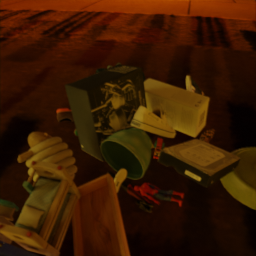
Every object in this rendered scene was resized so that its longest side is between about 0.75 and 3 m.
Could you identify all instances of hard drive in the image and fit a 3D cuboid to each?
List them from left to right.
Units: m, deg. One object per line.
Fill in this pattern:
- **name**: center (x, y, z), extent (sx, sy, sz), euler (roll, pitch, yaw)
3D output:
- **hard drive**: center (2.306, 0.993, 8.849), extent (1.709, 0.463, 2.446), euler (27, 22, 35)

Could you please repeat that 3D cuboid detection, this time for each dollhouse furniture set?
- **dollhouse furniture set**: center (-2.951, 1.973, 7.347), extent (2.598, 1.820, 1.831), euler (8, 54, 13)

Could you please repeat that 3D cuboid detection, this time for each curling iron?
- **curling iron**: center (0.019, 1.966, 8.949), extent (2.052, 0.262, 0.509), euler (37, 6, 36)

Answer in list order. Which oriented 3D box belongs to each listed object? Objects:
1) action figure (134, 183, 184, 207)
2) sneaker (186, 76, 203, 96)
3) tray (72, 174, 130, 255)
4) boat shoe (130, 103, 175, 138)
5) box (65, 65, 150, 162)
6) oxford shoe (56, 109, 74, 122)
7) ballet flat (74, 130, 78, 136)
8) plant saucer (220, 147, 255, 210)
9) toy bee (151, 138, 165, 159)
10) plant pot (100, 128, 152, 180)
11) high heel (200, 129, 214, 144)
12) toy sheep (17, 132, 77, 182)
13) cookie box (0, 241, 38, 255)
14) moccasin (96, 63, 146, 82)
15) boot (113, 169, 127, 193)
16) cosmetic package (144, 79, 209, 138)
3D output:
- **action figure**: center (0.924, 2.063, 8.726), extent (1.532, 0.396, 0.501), euler (14, 49, 14)
- **sneaker**: center (3.120, -1.656, 13.087), extent (0.661, 1.666, 0.653), euler (-9, -8, 4)
- **tray**: center (-0.826, 2.605, 7.631), extent (1.306, 0.490, 2.649), euler (-25, 41, 6)
- **boat shoe**: center (1.101, -0.346, 10.267), extent (0.959, 1.106, 2.595), euler (24, 5, 39)
- **box**: center (-0.644, -0.628, 10.365), extent (2.487, 2.731, 1.422), euler (-29, 33, -32)
- **oxford shoe**: center (-2.295, -0.520, 12.327), extent (1.637, 0.583, 0.594), euler (-4, 71, -7)
- **ballet flat**: center (-1.638, -0.089, 11.664), extent (1.364, 0.463, 0.513), euler (-30, 25, -10)
- **plant saucer**: center (4.628, 1.564, 9.483), extent (2.980, 0.463, 2.980), euler (-1, 36, 0)
- **toy bee**: center (1.073, 0.803, 10.471), extent (0.743, 0.617, 1.135), euler (22, 18, 22)
- **plant pot**: center (0.095, 0.714, 9.424), extent (1.717, 1.717, 1.150), euler (22, 52, 27)
- **high heel**: center (3.155, 0.698, 10.507), extent (1.102, 0.552, 1.546), euler (24, 59, 38)
- **toy sheep**: center (-2.472, 1.191, 8.974), extent (1.652, 2.397, 1.652), euler (-28, 0, 0)
- **cookie box**: center (-2.390, 3.938, 5.728), extent (2.875, 1.080, 2.459), euler (12, 39, 16)
- **moccasin**: center (-0.367, -2.933, 15.074), extent (2.990, 1.019, 1.203), euler (14, 39, 18)
- **boot**: center (-0.375, 1.704, 8.998), extent (0.872, 0.317, 0.394), euler (-60, 19, -17)
- **cosmetic package**: center (1.819, -0.898, 11.879), extent (2.897, 1.469, 1.032), euler (24, 48, 28)
